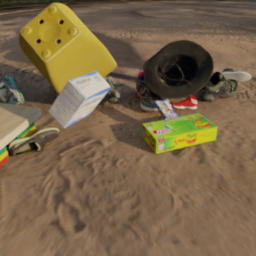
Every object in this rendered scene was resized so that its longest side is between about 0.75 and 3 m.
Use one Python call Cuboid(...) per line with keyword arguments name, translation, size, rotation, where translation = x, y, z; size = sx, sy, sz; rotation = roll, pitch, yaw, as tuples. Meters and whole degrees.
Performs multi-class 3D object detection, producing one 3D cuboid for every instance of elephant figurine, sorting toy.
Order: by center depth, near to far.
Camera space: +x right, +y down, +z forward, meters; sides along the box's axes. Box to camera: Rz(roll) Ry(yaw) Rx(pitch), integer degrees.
Cuboid(name="sorting toy", translation=(-4.810, 0.214, 9.355), size=(2.810, 0.984, 2.827), rotation=(8, 32, 14))
Cuboid(name="elephant figurine", translation=(-0.817, -1.426, 12.259), size=(1.027, 1.126, 1.452), rotation=(-31, 59, 13))

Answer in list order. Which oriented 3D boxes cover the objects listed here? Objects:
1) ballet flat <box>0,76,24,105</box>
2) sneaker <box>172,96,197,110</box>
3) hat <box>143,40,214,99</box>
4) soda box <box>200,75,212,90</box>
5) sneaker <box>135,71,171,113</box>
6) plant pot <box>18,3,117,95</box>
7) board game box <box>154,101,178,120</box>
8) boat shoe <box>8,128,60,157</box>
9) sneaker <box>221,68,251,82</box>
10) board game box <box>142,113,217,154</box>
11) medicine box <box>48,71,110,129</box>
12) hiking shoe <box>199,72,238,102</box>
Cuboid(name="ballet flat", translation=(-5.455, -1.675, 12.674), size=(0.938, 0.938, 2.608), rotation=(-16, 33, -25))
Cuboid(name="sneaker", translation=(2.427, -1.153, 12.020), size=(1.049, 0.606, 0.411), rotation=(3, 31, 5))
Cuboid(name="hat", translation=(2.100, -2.178, 11.678), size=(2.880, 1.162, 2.880), rotation=(-6, 64, 12))
Cuboid(name="soda box", translation=(3.157, -2.563, 14.295), size=(2.210, 0.701, 0.774), rotation=(24, 38, 35))
Cuboid(name="sneaker", translation=(0.942, -1.547, 12.227), size=(1.165, 1.079, 2.890), rotation=(-10, 33, -16))
Cuboid(name="plant pot", translation=(-2.578, -3.081, 11.075), size=(2.839, 2.904, 2.821), rotation=(-41, 77, -1))
Cuboid(name="board game box", translation=(1.356, -0.645, 10.130), size=(0.568, 0.144, 0.839), rotation=(-5, 50, -32))
Cuboid(name="boat shoe", translation=(-3.024, 0.539, 9.271), size=(1.728, 0.633, 0.560), rotation=(-24, 47, -25))
Cuboid(name="sneaker", translation=(5.722, -2.892, 14.975), size=(1.562, 0.552, 0.775), rotation=(8, 36, 20))
Cuboid(name="board game box", translation=(1.783, 0.148, 9.871), size=(2.337, 0.556, 1.187), rotation=(-11, 31, -18))
Cuboid(name="medicine box", translation=(-1.456, -0.865, 8.457), size=(0.746, 1.449, 1.320), rotation=(48, 36, 3))
Cuboid(name="hiking shoe", translation=(4.298, -1.998, 12.861), size=(2.366, 1.191, 0.896), rotation=(-21, 37, -31))
